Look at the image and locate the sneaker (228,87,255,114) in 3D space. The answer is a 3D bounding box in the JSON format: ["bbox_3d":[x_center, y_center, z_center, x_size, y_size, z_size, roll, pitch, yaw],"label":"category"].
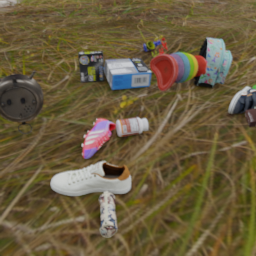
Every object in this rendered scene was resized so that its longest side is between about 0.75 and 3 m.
[{"bbox_3d":[4.676,-1.052,11.054,0.767,0.758,1.933,28,47,31],"label":"sneaker"}]

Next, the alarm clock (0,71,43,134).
[{"bbox_3d":[-3.533,-0.724,9.199,1.514,2.244,0.747,-8,34,-13],"label":"alarm clock"}]

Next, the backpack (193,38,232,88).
[{"bbox_3d":[3.801,-2.983,12.647,1.508,2.004,1.779,5,35,8],"label":"backpack"}]

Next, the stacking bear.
[{"bbox_3d":[1.777,-1.916,8.936,1.783,1.014,1.083,-15,79,-34],"label":"stacking bear"}]

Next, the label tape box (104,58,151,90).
[{"bbox_3d":[-0.164,-2.780,13.366,1.809,0.794,2.508,-7,37,-13],"label":"label tape box"}]

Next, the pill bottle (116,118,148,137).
[{"bbox_3d":[0.141,-0.042,9.800,1.051,0.590,0.590,-8,37,-13],"label":"pill bottle"}]

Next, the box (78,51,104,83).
[{"bbox_3d":[-1.687,-2.798,12.921,1.121,1.399,0.310,-4,36,-8],"label":"box"}]

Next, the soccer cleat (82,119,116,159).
[{"bbox_3d":[-0.969,0.329,9.287,0.747,0.651,1.953,10,34,7],"label":"soccer cleat"}]

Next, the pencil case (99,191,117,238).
[{"bbox_3d":[-0.506,2.106,6.919,0.421,0.484,1.082,-2,35,-6],"label":"pencil case"}]

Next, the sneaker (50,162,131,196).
[{"bbox_3d":[-1.047,1.276,7.691,2.230,0.944,0.812,-2,38,-1],"label":"sneaker"}]

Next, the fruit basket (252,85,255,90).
[{"bbox_3d":[6.063,-1.538,11.455,1.806,1.302,1.806,10,45,-11],"label":"fruit basket"}]

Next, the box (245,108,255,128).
[{"bbox_3d":[3.958,-0.361,8.204,0.912,0.342,0.457,-14,57,13],"label":"box"}]

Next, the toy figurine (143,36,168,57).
[{"bbox_3d":[1.316,-4.533,16.127,1.135,1.000,1.895,-8,22,41],"label":"toy figurine"}]
